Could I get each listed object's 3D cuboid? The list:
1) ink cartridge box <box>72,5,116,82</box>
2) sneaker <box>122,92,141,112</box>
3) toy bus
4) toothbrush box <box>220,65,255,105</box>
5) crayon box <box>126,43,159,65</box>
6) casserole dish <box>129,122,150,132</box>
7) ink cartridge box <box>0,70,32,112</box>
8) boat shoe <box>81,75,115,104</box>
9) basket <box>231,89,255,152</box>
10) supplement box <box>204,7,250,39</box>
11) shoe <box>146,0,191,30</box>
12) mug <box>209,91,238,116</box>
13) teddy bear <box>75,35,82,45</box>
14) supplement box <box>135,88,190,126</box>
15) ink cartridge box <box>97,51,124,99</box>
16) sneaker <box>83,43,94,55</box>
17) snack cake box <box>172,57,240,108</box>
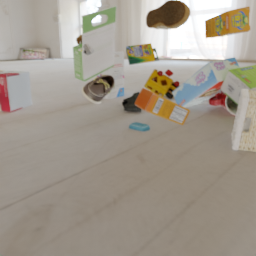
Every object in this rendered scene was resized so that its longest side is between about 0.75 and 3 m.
[{"bbox_3d":[-1.343,-3.448,11.354,0.647,2.697,1.962,28,45,28],"label":"ink cartridge box"},{"bbox_3d":[0.169,-1.263,13.554,0.913,0.764,2.012,-5,16,3],"label":"sneaker"},{"bbox_3d":[1.978,-2.242,15.797,2.225,2.099,1.150,17,68,44],"label":"toy bus"},{"bbox_3d":[5.214,-1.639,11.198,2.316,0.997,1.686,-15,49,-23],"label":"toothbrush box"},{"bbox_3d":[0.626,-3.212,12.107,1.331,0.343,0.837,-8,58,-4],"label":"crayon box"},{"bbox_3d":[0.425,-0.054,10.658,0.871,0.169,0.528,14,23,35],"label":"casserole dish"},{"bbox_3d":[-6.292,-1.866,13.686,2.418,1.749,1.757,5,18,15],"label":"ink cartridge box"},{"bbox_3d":[-1.020,-1.481,10.237,0.836,0.693,2.328,44,19,-4],"label":"boat shoe"},{"bbox_3d":[4.092,-0.228,8.784,1.380,1.700,1.716,10,19,16],"label":"basket"},{"bbox_3d":[3.648,-3.879,10.538,0.841,0.813,2.444,-8,13,-5],"label":"supplement box"},{"bbox_3d":[1.618,-4.285,10.749,0.754,0.988,2.826,-2,16,-24],"label":"shoe"},{"bbox_3d":[4.672,-1.457,13.065,1.723,1.295,1.941,21,14,-4],"label":"mug"},{"bbox_3d":[-1.995,-3.521,13.060,0.693,2.076,1.505,3,-23,-37],"label":"teddy bear"},{"bbox_3d":[0.893,-0.506,7.077,1.472,0.506,0.490,20,10,-41],"label":"supplement box"},{"bbox_3d":[-0.997,-3.050,15.998,0.874,2.578,1.484,14,22,35],"label":"ink cartridge box"},{"bbox_3d":[-1.434,-2.679,9.587,0.320,0.291,0.779,-37,32,-4],"label":"sneaker"},{"bbox_3d":[3.538,-1.979,12.835,1.655,0.967,2.878,-14,-13,-29],"label":"snack cake box"}]
